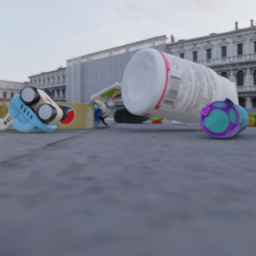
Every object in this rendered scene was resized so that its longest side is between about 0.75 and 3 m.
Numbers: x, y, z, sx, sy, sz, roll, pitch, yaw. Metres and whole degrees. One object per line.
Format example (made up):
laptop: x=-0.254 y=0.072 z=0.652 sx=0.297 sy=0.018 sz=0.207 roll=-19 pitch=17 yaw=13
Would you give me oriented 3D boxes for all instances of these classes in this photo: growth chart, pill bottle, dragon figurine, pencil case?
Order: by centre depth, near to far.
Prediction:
pencil case: x=1.923 y=-0.187 z=5.487 sx=0.752 sy=0.692 sz=1.627 roll=47 pitch=21 yaw=19
pill bottle: x=1.401 y=-0.954 z=7.413 sx=2.855 sy=1.618 sz=1.618 roll=8 pitch=-2 yaw=-33
growth chart: x=-0.303 y=-1.106 z=8.839 sx=1.211 sy=0.148 sz=1.674 roll=-27 pitch=-13 yaw=35
dragon figurine: x=-0.990 y=-0.394 z=9.952 sx=0.753 sy=1.273 sz=2.560 roll=1 pitch=21 yaw=-23

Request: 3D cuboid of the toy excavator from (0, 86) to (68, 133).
toy excavator: x=-2.715 y=-0.293 z=6.960 sx=1.763 sy=1.813 sz=0.906 roll=45 pitch=7 yaw=6

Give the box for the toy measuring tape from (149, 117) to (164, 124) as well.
toy measuring tape: x=1.356 y=-0.641 z=15.011 sx=0.918 sy=0.918 sz=2.495 roll=-1 pitch=3 yaw=-13

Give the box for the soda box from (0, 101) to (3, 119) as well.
soda box: x=-5.990 y=-0.534 z=10.239 sx=0.955 sy=1.010 sz=2.983 roll=1 pitch=2 yaw=27

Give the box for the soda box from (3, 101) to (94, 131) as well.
soda box: x=-2.403 y=-0.377 z=8.591 sx=2.623 sy=0.839 sz=0.888 roll=-1 pitch=3 yaw=-24

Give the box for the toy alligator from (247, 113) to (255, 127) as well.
toy alligator: x=4.874 y=-0.297 z=10.436 sx=0.723 sy=0.524 sz=2.182 roll=-1 pitch=2 yaw=-14

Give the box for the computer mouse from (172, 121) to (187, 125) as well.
computer mouse: x=3.457 y=-0.456 z=13.522 sx=2.646 sy=0.581 sz=1.451 roll=0 pitch=4 yaw=3

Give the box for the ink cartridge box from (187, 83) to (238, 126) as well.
ink cartridge box: x=3.623 y=-1.043 z=12.211 sx=1.999 sy=1.446 sz=1.472 roll=-21 pitch=14 yaw=-37

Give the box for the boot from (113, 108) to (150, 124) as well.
boot: x=0.702 y=-0.676 z=15.110 sx=1.816 sy=1.017 sz=2.626 roll=4 pitch=0 yaw=-40
